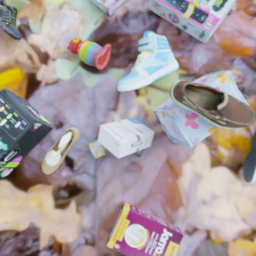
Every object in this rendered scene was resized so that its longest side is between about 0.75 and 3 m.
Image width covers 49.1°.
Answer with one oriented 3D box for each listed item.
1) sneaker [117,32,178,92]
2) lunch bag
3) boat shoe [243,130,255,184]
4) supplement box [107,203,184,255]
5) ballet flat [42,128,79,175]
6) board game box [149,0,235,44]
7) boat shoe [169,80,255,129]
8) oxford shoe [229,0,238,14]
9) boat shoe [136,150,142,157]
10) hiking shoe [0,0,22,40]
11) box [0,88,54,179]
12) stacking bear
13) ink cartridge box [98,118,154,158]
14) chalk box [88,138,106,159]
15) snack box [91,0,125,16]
[{"bbox_3d":[0.520,-2.584,10.684,2.774,1.103,1.811,-30,110,-25],"label":"sneaker"},{"bbox_3d":[2.385,-0.648,10.004,2.450,2.889,1.837,-34,101,-5],"label":"lunch bag"},{"bbox_3d":[5.034,1.049,10.617,0.748,0.859,2.331,24,75,-7],"label":"boat shoe"},{"bbox_3d":[0.596,3.964,10.210,2.329,1.202,1.525,23,83,3],"label":"supplement box"},{"bbox_3d":[-2.718,0.850,10.887,0.740,0.680,2.157,33,84,4],"label":"ballet flat"},{"bbox_3d":[2.615,-5.203,11.478,2.900,0.932,2.139,34,84,10],"label":"board game box"},{"bbox_3d":[2.542,-0.614,7.999,2.717,1.005,1.004,17,87,-10],"label":"boat shoe"},{"bbox_3d":[4.466,-5.447,11.840,0.424,0.433,1.188,10,83,1],"label":"oxford shoe"},{"bbox_3d":[0.438,0.780,11.119,0.286,0.234,0.775,4,83,1],"label":"boat shoe"},{"bbox_3d":[-4.931,-4.531,11.555,1.003,0.754,1.992,-43,84,-2],"label":"hiking shoe"},{"bbox_3d":[-4.521,0.297,10.236,1.751,2.092,2.817,43,84,5],"label":"box"},{"bbox_3d":[-1.659,-3.096,11.310,1.683,0.957,1.022,29,64,13],"label":"stacking bear"},{"bbox_3d":[-0.083,0.316,10.194,1.219,1.669,0.704,36,126,35],"label":"ink cartridge box"},{"bbox_3d":[-1.253,0.758,10.997,0.487,0.490,0.787,-25,82,-4],"label":"chalk box"},{"bbox_3d":[-0.652,-5.894,11.866,1.328,0.495,1.868,42,84,5],"label":"snack box"}]
